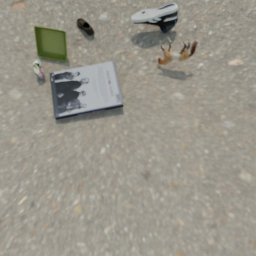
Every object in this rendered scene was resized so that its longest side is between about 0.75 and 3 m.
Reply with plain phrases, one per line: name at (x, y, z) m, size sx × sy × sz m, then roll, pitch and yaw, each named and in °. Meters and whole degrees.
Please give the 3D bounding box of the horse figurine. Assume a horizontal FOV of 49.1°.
horse figurine at (1.787, -2.795, 10.313) m, size 1.560 × 1.034 × 0.389 m, roll -2°, pitch 38°, yaw 14°

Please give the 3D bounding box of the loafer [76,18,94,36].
loafer at (-1.746, -4.186, 11.383) m, size 0.387 × 0.379 × 1.061 m, roll -41°, pitch 65°, yaw -14°

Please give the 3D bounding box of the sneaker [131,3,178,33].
sneaker at (1.101, -4.153, 11.108) m, size 1.833 × 1.025 × 0.670 m, roll -12°, pitch 51°, yaw 6°

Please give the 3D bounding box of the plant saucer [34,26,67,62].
plant saucer at (-2.893, -3.248, 10.703) m, size 1.248 × 1.249 × 0.299 m, roll 11°, pitch 41°, yaw 5°

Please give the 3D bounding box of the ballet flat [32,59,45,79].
ballet flat at (-3.443, -2.287, 10.641) m, size 0.333 × 0.343 × 0.964 m, roll -34°, pitch 66°, yaw 26°

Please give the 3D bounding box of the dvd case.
dvd case at (-1.560, -1.409, 10.353) m, size 2.513 × 0.311 × 1.889 m, roll -11°, pitch 70°, yaw -2°
